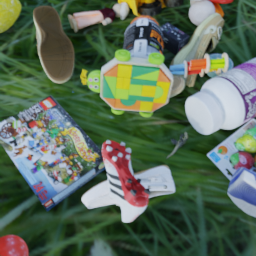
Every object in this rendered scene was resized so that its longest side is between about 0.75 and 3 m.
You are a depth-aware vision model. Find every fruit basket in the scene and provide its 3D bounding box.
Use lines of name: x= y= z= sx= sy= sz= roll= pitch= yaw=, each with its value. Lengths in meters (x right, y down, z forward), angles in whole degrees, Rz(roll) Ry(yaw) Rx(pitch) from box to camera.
fruit basket: x=2.906 y=0.677 z=6.590 sx=1.518 sy=0.712 sz=1.406 roll=-34 pitch=64 yaw=-9

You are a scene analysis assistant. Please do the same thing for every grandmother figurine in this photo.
grandmother figurine: x=-0.958 y=-3.965 z=9.933 sx=2.162 sy=0.655 sz=1.311 roll=-22 pitch=53 yaw=-14

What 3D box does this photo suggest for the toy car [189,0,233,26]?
toy car: x=2.753 y=-4.581 z=9.402 sx=1.530 sy=2.041 sz=1.786 roll=-6 pitch=42 yaw=22

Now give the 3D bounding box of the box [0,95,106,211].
box: x=-1.968 y=0.488 z=6.966 sx=1.762 sy=0.486 sz=2.579 roll=-35 pitch=62 yaw=-22

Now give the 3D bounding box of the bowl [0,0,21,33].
bowl: x=-5.015 y=-3.623 z=8.832 sx=2.844 sy=2.844 sz=1.530 roll=12 pitch=88 yaw=8

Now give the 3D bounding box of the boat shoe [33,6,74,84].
boat shoe: x=-2.352 y=-2.483 z=8.781 sx=1.025 sy=0.923 sz=2.842 roll=-13 pitch=67 yaw=-20

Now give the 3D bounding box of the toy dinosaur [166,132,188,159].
toy dinosaur: x=1.266 y=0.373 z=7.088 sx=0.223 sy=0.414 sz=0.940 roll=27 pitch=58 yaw=37

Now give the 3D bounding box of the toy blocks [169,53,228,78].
toy blocks: x=1.790 y=-1.603 z=7.321 sx=1.333 sy=1.111 sz=0.484 roll=-4 pitch=93 yaw=4

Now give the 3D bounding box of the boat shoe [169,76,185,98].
boat shoe: x=0.592 y=-1.196 z=7.742 sx=1.883 sy=0.612 sz=0.679 roll=0 pitch=70 yaw=20

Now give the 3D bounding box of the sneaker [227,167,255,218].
sneaker: x=3.362 y=1.383 z=6.100 sx=2.311 sy=0.934 sz=1.335 roll=28 pitch=53 yaw=2

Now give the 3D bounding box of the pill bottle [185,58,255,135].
pill bottle: x=2.798 y=-0.804 z=7.289 sx=2.523 sy=1.417 sz=1.417 roll=-26 pitch=59 yaw=-17

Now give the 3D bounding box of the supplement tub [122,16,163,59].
supplement tub: x=0.446 y=-2.387 z=8.490 sx=1.234 sy=1.234 sz=2.014 roll=3 pitch=56 yaw=2

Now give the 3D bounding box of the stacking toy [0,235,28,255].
stacking toy: x=-3.248 y=2.737 z=5.135 sx=2.739 sy=1.169 sz=1.169 roll=-17 pitch=57 yaw=-18

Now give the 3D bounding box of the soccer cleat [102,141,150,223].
soccer cleat: x=-0.178 y=0.995 z=5.675 sx=0.659 sy=0.818 sz=1.921 roll=8 pitch=32 yaw=-31

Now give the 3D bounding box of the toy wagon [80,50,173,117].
toy wagon: x=-0.074 y=-1.078 z=7.154 sx=2.311 sy=1.793 sz=0.457 roll=5 pitch=43 yaw=-3

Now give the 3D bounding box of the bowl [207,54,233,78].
bowl: x=2.729 y=-1.825 z=8.586 sx=0.838 sy=0.438 sz=0.838 roll=-1 pitch=56 yaw=1

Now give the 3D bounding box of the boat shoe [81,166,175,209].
boat shoe: x=0.047 y=1.456 z=6.148 sx=2.090 sy=0.740 sz=0.724 roll=-16 pitch=62 yaw=-9

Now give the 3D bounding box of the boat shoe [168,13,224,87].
boat shoe: x=2.290 y=-2.404 z=8.630 sx=0.896 sy=1.039 sz=2.849 roll=32 pitch=65 yaw=18

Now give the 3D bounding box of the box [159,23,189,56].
box: x=1.451 y=-2.928 z=9.249 sx=0.512 sy=0.590 sz=0.965 roll=-37 pitch=63 yaw=-23

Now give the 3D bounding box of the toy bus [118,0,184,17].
toy bus: x=0.725 y=-5.524 z=10.548 sx=2.609 sy=1.770 sz=2.505 roll=-27 pitch=44 yaw=-20
